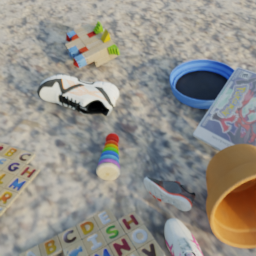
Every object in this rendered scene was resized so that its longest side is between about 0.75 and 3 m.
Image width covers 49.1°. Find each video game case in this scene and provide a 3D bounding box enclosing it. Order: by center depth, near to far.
[{"bbox_3d":[3.686,-0.321,8.482,2.457,0.310,2.696,33,88,37],"label":"video game case"}]

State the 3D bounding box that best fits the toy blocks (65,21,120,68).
[{"bbox_3d":[-1.791,-3.478,12.066,1.872,1.369,2.739,-28,55,-9],"label":"toy blocks"}]

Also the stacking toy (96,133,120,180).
[{"bbox_3d":[-0.545,0.782,8.493,0.681,0.681,1.594,2,40,1],"label":"stacking toy"}]

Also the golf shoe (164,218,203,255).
[{"bbox_3d":[1.377,2.873,6.312,0.713,0.905,1.965,-13,47,-11],"label":"golf shoe"}]

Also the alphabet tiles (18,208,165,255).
[{"bbox_3d":[-0.783,3.027,6.189,2.932,0.111,2.451,-24,36,-18],"label":"alphabet tiles"}]

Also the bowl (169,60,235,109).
[{"bbox_3d":[2.869,-1.681,10.654,2.573,0.505,2.573,-3,46,3],"label":"bowl"}]

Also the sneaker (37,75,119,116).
[{"bbox_3d":[-1.830,-1.095,9.867,2.913,1.074,1.165,4,49,5],"label":"sneaker"}]

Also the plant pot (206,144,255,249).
[{"bbox_3d":[2.916,1.497,6.829,2.346,2.346,1.642,-2,29,-2],"label":"plant pot"}]

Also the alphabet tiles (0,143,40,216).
[{"bbox_3d":[-4.073,1.460,7.813,2.446,0.093,2.940,15,39,14],"label":"alphabet tiles"}]

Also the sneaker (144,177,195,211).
[{"bbox_3d":[1.125,1.682,7.573,1.493,0.575,0.611,25,48,29],"label":"sneaker"}]
